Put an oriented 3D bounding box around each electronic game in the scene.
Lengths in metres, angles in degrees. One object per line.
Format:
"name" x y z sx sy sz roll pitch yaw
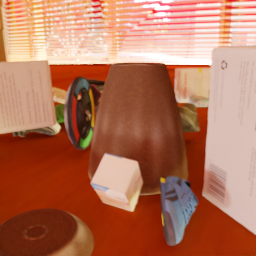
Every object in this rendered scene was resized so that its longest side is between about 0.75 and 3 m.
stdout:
"electronic game" -1.251 -0.393 7.622 0.412 1.981 1.981 1 16 9

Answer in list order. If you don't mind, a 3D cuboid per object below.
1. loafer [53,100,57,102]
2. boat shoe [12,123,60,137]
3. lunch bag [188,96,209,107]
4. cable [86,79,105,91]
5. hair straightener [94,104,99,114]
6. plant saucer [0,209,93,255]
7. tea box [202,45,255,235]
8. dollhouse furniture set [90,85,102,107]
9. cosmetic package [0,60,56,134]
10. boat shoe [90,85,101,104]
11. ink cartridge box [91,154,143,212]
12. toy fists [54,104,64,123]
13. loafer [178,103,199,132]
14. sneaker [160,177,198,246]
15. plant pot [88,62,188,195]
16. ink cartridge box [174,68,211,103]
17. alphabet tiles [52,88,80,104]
"loafer" -4.288 -1.649 15.024 1.228 0.428 0.462 2 17 7
"boat shoe" -3.547 -0.141 8.905 2.624 0.869 0.917 21 -24 -17
"lunch bag" 3.572 -1.326 13.903 0.919 0.442 1.146 -3 17 -9
"cable" -0.568 -1.901 12.009 2.842 0.715 1.380 12 44 -28
"hair straightener" 0.021 -0.719 11.747 2.813 0.576 1.082 2 8 -12
"plant saucer" -1.342 1.632 4.109 1.655 0.303 1.655 1 16 0
"tea box" 3.062 0.035 4.893 2.839 2.886 1.928 -7 18 -23
"dollhouse furniture set" -0.682 -0.562 9.218 1.528 1.211 1.085 46 32 10
"cosmetic package" -3.218 -0.824 7.327 2.059 1.713 1.723 -11 13 -30
"boat shoe" -1.306 -1.386 12.515 0.604 1.705 0.591 -41 -2 34
"ink cartridge box" -0.153 1.009 4.988 0.627 0.975 0.611 13 59 18
"toy fists" -2.329 -0.505 10.130 0.916 0.618 1.796 -3 -4 -33
"loafer" 1.516 -0.337 7.884 0.812 0.752 2.160 -3 -9 21
"sneaker" 0.877 1.293 4.724 0.671 0.564 1.711 -2 15 7
"plant pot" 0.217 -0.177 6.297 2.337 2.500 2.337 -1 17 0
"ink cartridge box" 3.713 -2.292 14.828 2.410 1.749 1.005 -3 15 -9
"alphabet tiles" -2.712 -1.368 12.744 2.812 0.210 2.875 16 11 -20
